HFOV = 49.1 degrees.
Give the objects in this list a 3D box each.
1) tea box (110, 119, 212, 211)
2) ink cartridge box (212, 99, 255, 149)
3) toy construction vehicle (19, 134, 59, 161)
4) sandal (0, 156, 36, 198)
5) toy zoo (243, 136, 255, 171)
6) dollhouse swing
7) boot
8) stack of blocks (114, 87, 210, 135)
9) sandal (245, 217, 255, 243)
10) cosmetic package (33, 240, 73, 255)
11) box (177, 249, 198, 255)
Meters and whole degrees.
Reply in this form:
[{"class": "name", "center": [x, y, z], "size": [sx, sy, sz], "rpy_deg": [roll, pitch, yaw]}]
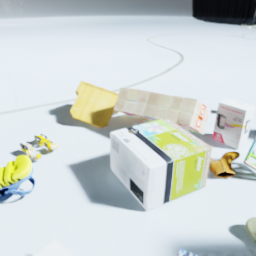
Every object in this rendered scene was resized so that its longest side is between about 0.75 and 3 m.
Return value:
[{"class": "tea box", "center": [0.766, 0.818, 7.254], "size": [1.868, 1.269, 1.899], "rpy_deg": [-14, 31, -27]}, {"class": "ink cartridge box", "center": [3.350, -0.139, 9.011], "size": [0.576, 1.346, 0.993], "rpy_deg": [-21, 33, -38]}, {"class": "toy construction vehicle", "center": [-2.775, 0.619, 8.715], "size": [1.114, 0.392, 0.970], "rpy_deg": [20, 25, 34]}, {"class": "sandal", "center": [-3.069, 1.429, 6.643], "size": [2.068, 0.900, 0.822], "rpy_deg": [-18, 43, 7]}, {"class": "toy zoo", "center": [3.726, 0.574, 7.486], "size": [0.870, 1.326, 0.136], "rpy_deg": [32, -11, -4]}, {"class": "dollhouse swing", "center": [-1.246, -0.774, 10.951], "size": [1.742, 1.531, 1.583], "rpy_deg": [19, -8, 1]}, {"class": "boot", "center": [2.792, 1.062, 7.817], "size": [1.098, 0.386, 0.786], "rpy_deg": [-12, 31, -8]}, {"class": "stack of blocks", "center": [1.172, -0.554, 9.345], "size": [2.847, 0.834, 1.639], "rpy_deg": [15, -3, 36]}, {"class": "sandal", "center": [3.092, 2.226, 5.416], "size": [0.644, 0.463, 1.621], "rpy_deg": [-25, 38, -33]}, {"class": "cosmetic package", "center": [-0.772, 2.769, 4.252], "size": [2.314, 0.586, 0.955], "rpy_deg": [22, 31, 35]}, {"class": "box", "center": [1.256, 2.667, 4.364], "size": [1.265, 0.677, 0.939], "rpy_deg": [12, 30, 21]}]
